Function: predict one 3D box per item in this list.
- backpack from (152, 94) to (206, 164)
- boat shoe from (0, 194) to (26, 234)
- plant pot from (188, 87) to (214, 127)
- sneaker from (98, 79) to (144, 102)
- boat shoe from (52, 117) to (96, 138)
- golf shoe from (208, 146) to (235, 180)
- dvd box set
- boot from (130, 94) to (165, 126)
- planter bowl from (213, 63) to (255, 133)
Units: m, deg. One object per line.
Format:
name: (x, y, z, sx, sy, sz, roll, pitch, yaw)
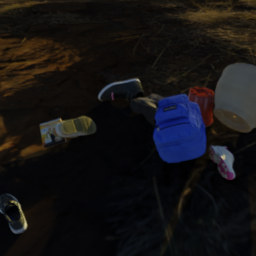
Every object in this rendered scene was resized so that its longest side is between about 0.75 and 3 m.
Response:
backpack: (1.504, 0.046, 8.818, 1.630, 1.683, 2.006, -18, 30, 23)
boat shoe: (-2.925, 2.045, 7.028, 0.471, 0.389, 1.373, -24, 40, -31)
plant pot: (2.684, -0.838, 10.612, 1.218, 1.185, 1.218, 1, 32, -1)
sneaker: (-0.226, -1.428, 11.978, 2.007, 0.710, 0.996, -20, 49, -14)
boat shoe: (-1.832, -0.002, 9.609, 0.600, 0.655, 1.753, -17, -9, 32)
golf shoe: (2.959, 0.985, 8.463, 0.653, 0.538, 1.428, -6, 34, -5)
dvd box set: (-2.633, 0.174, 9.770, 0.785, 0.158, 1.073, -17, 47, -8)
boot: (1.162, -0.828, 11.078, 1.349, 0.715, 2.050, -20, 41, -31)
planter bowl: (4.015, -0.853, 9.791, 2.369, 2.369, 1.594, 28, 77, 35)
